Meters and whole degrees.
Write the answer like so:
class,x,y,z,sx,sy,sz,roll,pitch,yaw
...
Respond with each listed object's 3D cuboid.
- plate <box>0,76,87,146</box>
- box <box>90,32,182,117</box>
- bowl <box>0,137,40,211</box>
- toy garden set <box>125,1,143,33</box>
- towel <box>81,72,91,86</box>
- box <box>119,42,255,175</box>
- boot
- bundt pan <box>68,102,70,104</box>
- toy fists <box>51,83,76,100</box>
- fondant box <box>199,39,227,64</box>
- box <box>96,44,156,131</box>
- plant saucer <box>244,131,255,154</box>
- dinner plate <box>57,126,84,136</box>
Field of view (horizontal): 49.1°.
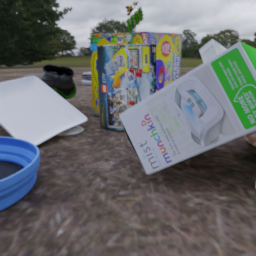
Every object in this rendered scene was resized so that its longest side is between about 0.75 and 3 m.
class,x,y,z,sx,sy,sz,roll,pitch,yaw
plate,-2.828,-0.499,8.115,2.488,0.403,2.494,38,34,13
box,0.212,-1.821,10.053,1.816,2.977,2.867,-14,20,-42
bowl,-3.047,0.825,4.856,2.937,0.577,2.937,0,15,0
toy garden set,0.224,-3.388,8.351,0.179,0.747,0.896,13,51,28
towel,-1.933,-3.888,21.327,2.263,1.169,2.733,10,18,36
box,1.687,-0.354,5.645,2.468,1.352,2.797,-29,-7,34
boot,-2.779,-1.774,9.542,1.919,0.670,1.264,-1,-16,-6
bundt pan,-2.570,-0.719,10.816,0.819,0.307,0.819,-23,9,4
toy fists,-3.072,-1.021,10.519,1.316,0.888,2.582,-5,25,28
fondant box,2.965,-1.528,8.334,1.400,1.940,0.565,17,-38,-36
box,-0.048,-1.158,8.327,1.732,2.536,0.478,8,17,28
plant saucer,3.944,0.484,6.540,2.326,0.373,2.326,-1,14,0
dinner plate,-1.962,0.024,8.737,1.145,0.139,1.145,2,15,0
